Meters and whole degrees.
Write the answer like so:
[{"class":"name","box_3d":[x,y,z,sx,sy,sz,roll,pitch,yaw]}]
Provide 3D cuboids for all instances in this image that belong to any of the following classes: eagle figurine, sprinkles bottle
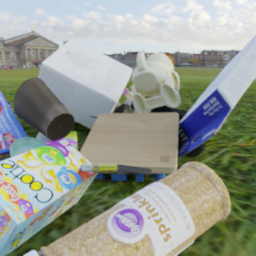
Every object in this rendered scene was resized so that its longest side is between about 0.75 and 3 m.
[{"class":"eagle figurine","box_3d":[-0.507,-0.163,9.690,1.363,1.034,1.029,-22,5,-6]},{"class":"sprinkles bottle","box_3d":[0.008,1.258,3.133,2.526,0.862,0.862,-24,24,-28]}]

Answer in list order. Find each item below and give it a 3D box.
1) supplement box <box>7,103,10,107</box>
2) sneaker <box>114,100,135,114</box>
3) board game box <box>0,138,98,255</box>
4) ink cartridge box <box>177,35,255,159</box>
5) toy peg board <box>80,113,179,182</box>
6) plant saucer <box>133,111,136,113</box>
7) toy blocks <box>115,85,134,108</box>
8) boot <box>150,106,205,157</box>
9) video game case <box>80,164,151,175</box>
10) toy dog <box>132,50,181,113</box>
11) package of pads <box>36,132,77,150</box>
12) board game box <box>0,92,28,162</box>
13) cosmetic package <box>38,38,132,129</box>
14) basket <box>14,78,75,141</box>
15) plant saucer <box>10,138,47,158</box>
[{"class":"supplement box","box_3d":[-4.761,-0.360,9.716,1.066,1.065,0.716,12,-37,-27]},{"class":"sneaker","box_3d":[0.198,-0.891,11.982,2.345,0.880,1.354,-11,-6,26]},{"class":"board game box","box_3d":[-1.534,1.027,4.554,0.976,0.993,1.894,41,26,12]},{"class":"ink cartridge box","box_3d":[2.070,-0.646,6.822,0.575,2.830,2.824,39,-19,5]},{"class":"toy peg board","box_3d":[0.143,0.646,7.158,2.254,1.103,2.245,-1,33,12]},{"class":"plant saucer","box_3d":[0.825,-0.432,10.750,1.848,0.327,1.848,-7,-21,-3]},{"class":"toy blocks","box_3d":[0.697,-1.266,13.532,1.752,2.082,1.945,49,21,12]},{"class":"boot","box_3d":[1.989,0.057,9.399,2.056,0.929,2.509,14,25,-48]},{"class":"video game case","box_3d":[-0.191,0.692,4.626,0.804,0.113,0.889,-7,-15,37]},{"class":"toy dog","box_3d":[0.770,-1.540,8.448,1.377,1.914,1.974,-25,23,31]},{"class":"package of pads","box_3d":[-2.156,0.545,8.370,1.253,0.553,1.621,-1,14,-11]},{"class":"board game box","box_3d":[-4.018,-0.164,7.884,0.536,2.396,1.611,-43,-15,31]},{"class":"cosmetic package","box_3d":[-1.685,-1.748,11.178,2.891,1.777,2.882,26,37,-3]},{"class":"basket","box_3d":[-2.401,-0.427,8.125,1.116,1.480,1.642,-15,43,-45]},{"class":"plant saucer","box_3d":[-2.348,0.777,6.998,1.262,0.227,1.262,29,30,-19]}]
